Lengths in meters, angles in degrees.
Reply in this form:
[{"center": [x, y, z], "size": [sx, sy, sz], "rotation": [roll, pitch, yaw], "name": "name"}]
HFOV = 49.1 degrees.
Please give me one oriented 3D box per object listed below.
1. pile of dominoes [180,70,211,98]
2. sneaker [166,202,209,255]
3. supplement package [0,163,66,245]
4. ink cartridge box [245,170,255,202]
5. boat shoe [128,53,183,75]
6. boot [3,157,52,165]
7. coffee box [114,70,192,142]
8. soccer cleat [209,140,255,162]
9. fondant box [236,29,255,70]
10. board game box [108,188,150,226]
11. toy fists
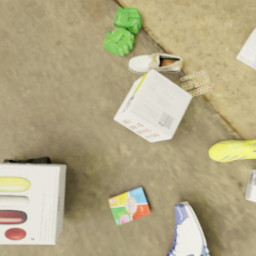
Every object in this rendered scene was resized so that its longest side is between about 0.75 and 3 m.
[{"center": [2.724, -1.752, 11.116], "size": [1.191, 0.190, 0.929], "rotation": [-20, 77, -4], "name": "pile of dominoes"}, {"center": [1.720, 3.974, 8.994], "size": [1.653, 1.156, 2.862], "rotation": [-18, 78, 7], "name": "sneaker"}, {"center": [-3.195, 2.205, 8.529], "size": [2.308, 1.697, 2.207], "rotation": [2, 83, -6], "name": "supplement package"}, {"center": [5.299, 2.285, 9.933], "size": [1.976, 0.497, 1.076], "rotation": [16, 77, 5], "name": "ink cartridge box"}, {"center": [1.080, -2.604, 11.046], "size": [2.142, 0.732, 0.800], "rotation": [-2, 76, -1], "name": "boat shoe"}, {"center": [-3.568, 2.107, 9.799], "size": [1.676, 0.843, 2.241], "rotation": [1, 79, -3], "name": "boot"}, {"center": [0.814, -0.683, 9.791], "size": [1.710, 1.694, 1.713], "rotation": [32, 74, -13], "name": "coffee box"}, {"center": [4.159, 0.760, 10.055], "size": [2.426, 1.015, 0.784], "rotation": [-3, 76, -1], "name": "soccer cleat"}, {"center": [5.211, -3.177, 11.362], "size": [1.007, 0.406, 1.396], "rotation": [33, 79, 8], "name": "fondant box"}, {"center": [0.036, 2.784, 9.942], "size": [1.260, 0.254, 0.964], "rotation": [-19, 77, -5], "name": "board game box"}, {"center": [-0.154, -3.948, 11.389], "size": [1.112, 0.750, 2.182], "rotation": [19, 75, 4], "name": "toy fists"}]
